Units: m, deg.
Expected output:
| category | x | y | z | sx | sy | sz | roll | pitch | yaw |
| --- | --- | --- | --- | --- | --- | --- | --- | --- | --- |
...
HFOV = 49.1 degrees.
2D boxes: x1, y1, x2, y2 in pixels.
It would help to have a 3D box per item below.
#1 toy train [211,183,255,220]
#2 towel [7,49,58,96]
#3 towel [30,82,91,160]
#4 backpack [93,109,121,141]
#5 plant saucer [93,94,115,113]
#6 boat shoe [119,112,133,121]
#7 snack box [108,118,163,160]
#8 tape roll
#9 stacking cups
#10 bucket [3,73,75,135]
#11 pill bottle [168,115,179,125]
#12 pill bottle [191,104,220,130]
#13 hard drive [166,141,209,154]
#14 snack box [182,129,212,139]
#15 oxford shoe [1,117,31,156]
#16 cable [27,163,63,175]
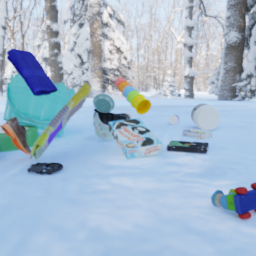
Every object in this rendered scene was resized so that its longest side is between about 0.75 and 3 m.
| category | x | y | z | sx | sy | sz | roll | pitch | yaw |
| --- | --- | --- | --- | --- | --- | --- | --- | --- | --- |
| toy train | 2.178 | 1.253 | 5.142 | 1.226 | 0.519 | 0.710 | -5 | -4 | -31 |
| towel | -2.625 | -1.482 | 7.646 | 0.343 | 1.386 | 1.023 | -35 | -4 | 18 |
| towel | -1.950 | -0.188 | 8.222 | 0.280 | 2.459 | 1.766 | 37 | -31 | -6 |
| backpack | -0.904 | -0.143 | 11.738 | 1.218 | 0.924 | 1.460 | 11 | 24 | -15 |
| plant saucer | -0.995 | -0.935 | 11.216 | 0.903 | 0.903 | 0.162 | 1 | 37 | 10 |
| boat shoe | -0.696 | -0.453 | 15.651 | 0.777 | 0.823 | 2.294 | -8 | 9 | -44 |
| snack box | 0.186 | 0.299 | 9.444 | 1.211 | 0.387 | 2.084 | -9 | 28 | -17 |
| tape roll | -4.779 | 0.356 | 10.627 | 2.633 | 0.633 | 2.633 | 0 | 7 | 0 |
| stacking cups | 0.070 | -1.519 | 12.244 | 0.747 | 0.747 | 2.470 | -5 | 37 | -31 |
| bucket | -3.918 | -0.975 | 12.435 | 3.082 | 2.005 | 3.082 | 12 | -8 | 2 |
| pill bottle | 2.713 | -0.484 | 16.719 | 0.557 | 0.557 | 0.994 | 3 | 9 | 17 |
| pill bottle | 4.055 | -0.582 | 14.715 | 1.316 | 1.316 | 2.327 | 1 | 8 | 7 |
| hard drive | 2.086 | 0.670 | 9.765 | 1.344 | 0.254 | 0.939 | 3 | 9 | 19 |
| snack box | 3.066 | 0.262 | 12.466 | 0.772 | 0.287 | 1.085 | -6 | 10 | -35 |
| oxford shoe | -3.160 | 0.283 | 8.303 | 0.511 | 1.434 | 0.523 | 23 | 57 | 28 |
| cable | -2.134 | 1.058 | 7.369 | 0.911 | 0.231 | 0.743 | -1 | 3 | 6 |
